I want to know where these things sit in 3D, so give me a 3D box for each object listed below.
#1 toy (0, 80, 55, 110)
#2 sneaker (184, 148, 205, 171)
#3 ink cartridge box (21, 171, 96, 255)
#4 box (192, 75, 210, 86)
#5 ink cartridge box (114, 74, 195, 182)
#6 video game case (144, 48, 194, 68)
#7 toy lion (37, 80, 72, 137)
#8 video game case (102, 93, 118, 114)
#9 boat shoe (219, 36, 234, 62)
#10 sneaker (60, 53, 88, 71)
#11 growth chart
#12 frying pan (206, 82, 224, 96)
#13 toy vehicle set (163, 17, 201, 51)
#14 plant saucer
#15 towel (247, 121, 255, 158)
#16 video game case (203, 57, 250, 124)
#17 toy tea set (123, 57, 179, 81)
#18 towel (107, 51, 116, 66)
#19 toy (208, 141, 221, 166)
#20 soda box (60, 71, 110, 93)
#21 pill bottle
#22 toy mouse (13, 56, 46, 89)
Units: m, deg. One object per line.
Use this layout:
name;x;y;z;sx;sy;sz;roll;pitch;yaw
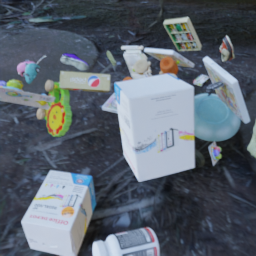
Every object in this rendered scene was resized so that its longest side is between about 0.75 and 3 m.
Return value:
toy;-3.185;-1.036;8.015;2.035;1.172;0.480;13;71;-23
sneaker;1.894;0.953;11.153;1.207;0.806;2.107;-17;46;-31
ink cartridge box;-1.995;2.561;8.498;1.459;1.434;1.982;7;38;9
box;4.346;-2.832;16.652;0.594;0.187;1.078;25;44;29
ink cartridge box;0.711;-0.070;7.675;1.678;2.320;1.708;-12;24;-11
video game case;1.488;-2.547;10.200;1.297;0.163;1.425;15;5;-43
toy lion;-2.649;-0.675;10.506;0.637;1.855;1.778;7;18;-46
video game case;-0.035;-1.171;14.461;2.186;0.197;1.565;14;39;17
boat shoe;3.471;-2.763;9.929;0.425;1.358;0.483;-18;70;19
sneaker;-1.878;-2.444;10.064;1.000;0.348;0.497;19;47;-14
growth chart;0.440;-2.417;11.436;0.193;2.172;1.572;-41;42;-21
frying pan;2.207;-1.042;7.465;0.816;0.133;0.494;-31;14;-26
toy vehicle set;2.269;-3.822;11.589;1.050;1.691;0.224;8;68;37
plant saucer;3.085;-0.539;10.371;2.195;0.423;2.195;-2;56;2
towel;4.555;0.470;7.175;0.541;2.201;2.966;-17;33;-29
video game case;2.818;-1.085;8.053;0.192;1.677;1.526;-34;40;7
toy tea set;0.822;-1.732;9.673;2.071;0.766;1.231;0;74;20
towel;-0.640;-2.672;10.818;0.141;0.572;0.770;-31;6;-1
toy;2.701;0.749;8.523;0.235;0.572;0.994;-16;1;26
soda box;-1.517;-1.617;9.902;1.729;0.586;0.553;3;0;-9
pill bottle;-0.055;2.664;6.068;1.315;0.762;0.762;-3;36;-22
toy mouse;-3.517;-1.961;9.647;1.680;0.366;1.890;-45;39;7
